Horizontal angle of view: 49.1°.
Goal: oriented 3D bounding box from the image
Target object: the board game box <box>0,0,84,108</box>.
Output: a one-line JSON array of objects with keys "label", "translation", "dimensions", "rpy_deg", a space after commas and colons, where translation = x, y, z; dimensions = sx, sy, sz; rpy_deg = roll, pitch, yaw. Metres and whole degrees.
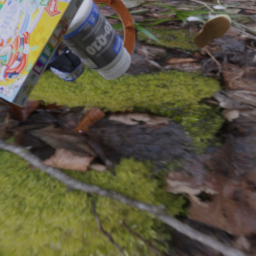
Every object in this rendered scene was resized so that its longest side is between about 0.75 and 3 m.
[{"label": "board game box", "translation": [-2.115, -1.812, 5.267], "dimensions": [1.618, 0.412, 2.406], "rpy_deg": [27, 86, 11]}]

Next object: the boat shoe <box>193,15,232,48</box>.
[{"label": "boat shoe", "translation": [2.097, -2.440, 6.906], "dimensions": [0.430, 0.502, 1.370], "rpy_deg": [-44, 9, -16]}]

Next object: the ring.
[{"label": "ring", "translation": [-0.694, -3.035, 8.685], "dimensions": [2.493, 2.493, 0.239], "rpy_deg": [-31, 21, -33]}]

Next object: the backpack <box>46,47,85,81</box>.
[{"label": "backpack", "translation": [-1.826, -1.857, 8.585], "dimensions": [0.926, 0.749, 0.972], "rpy_deg": [32, 74, 33]}]

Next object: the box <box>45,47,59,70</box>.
[{"label": "box", "translation": [-3.985, -3.417, 12.199], "dimensions": [1.032, 1.661, 1.675], "rpy_deg": [25, 44, 28]}]

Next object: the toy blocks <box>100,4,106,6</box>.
[{"label": "toy blocks", "translation": [-1.144, -5.224, 9.601], "dimensions": [0.880, 1.761, 1.204], "rpy_deg": [-2, 13, 8]}]

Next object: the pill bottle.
[{"label": "pill bottle", "translation": [-0.882, -2.295, 7.468], "dimensions": [1.214, 2.135, 1.214], "rpy_deg": [-17, 55, 26]}]
